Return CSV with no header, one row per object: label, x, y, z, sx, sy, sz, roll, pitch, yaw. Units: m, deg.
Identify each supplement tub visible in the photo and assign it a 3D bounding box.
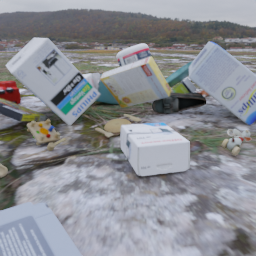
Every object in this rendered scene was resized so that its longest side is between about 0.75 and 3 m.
supplement tub,0.459,-2.413,11.909,1.407,2.005,1.407,-19,10,3

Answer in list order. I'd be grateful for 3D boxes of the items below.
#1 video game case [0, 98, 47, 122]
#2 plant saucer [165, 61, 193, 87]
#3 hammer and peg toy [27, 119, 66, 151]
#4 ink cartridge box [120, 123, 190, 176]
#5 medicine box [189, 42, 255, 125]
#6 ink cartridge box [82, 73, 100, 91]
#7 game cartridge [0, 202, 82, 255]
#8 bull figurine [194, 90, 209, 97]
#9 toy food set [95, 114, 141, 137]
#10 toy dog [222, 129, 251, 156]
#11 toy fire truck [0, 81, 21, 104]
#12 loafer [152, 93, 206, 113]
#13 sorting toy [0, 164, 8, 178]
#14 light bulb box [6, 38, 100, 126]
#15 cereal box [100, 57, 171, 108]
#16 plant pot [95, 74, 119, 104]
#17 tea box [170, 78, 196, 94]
video game case,-3.543,-0.574,8.364,1.726,0.220,1.560,21,4,7
plant saucer,2.079,-2.134,11.522,1.638,0.294,1.638,-36,10,7
hammer and peg toy,-2.062,0.208,7.122,0.941,0.332,0.692,50,31,19
ink cartridge box,0.540,0.404,6.231,1.127,0.661,1.539,-5,16,-13
medicine box,3.372,-1.598,9.407,2.506,1.290,2.282,37,22,-3
ink cartridge box,-1.812,-1.574,11.055,1.607,0.925,0.545,-4,27,24
game cartridge,-1.283,1.648,3.065,1.495,0.454,2.242,-8,20,-32
bull figurine,3.185,-1.462,12.120,0.929,0.303,0.564,-17,25,-32
toy food set,-0.279,-0.005,8.096,1.215,0.244,0.839,-27,33,-32
toy dog,2.592,0.244,6.621,0.564,0.412,0.855,20,50,20
toy fire truck,-5.385,-1.295,11.184,1.934,0.668,2.742,13,24,35
loafer,1.801,-0.885,9.790,1.884,0.677,0.593,-10,20,-6
sorting toy,-3.475,0.828,5.676,1.742,0.233,1.298,15,24,36
light bulb box,-2.448,-1.555,9.004,1.431,2.293,2.273,-47,31,-6
cereal box,0.248,-1.477,9.524,2.039,1.467,0.403,-10,42,36
plant pot,-0.549,-1.483,11.253,1.364,0.964,0.964,12,16,-10
tea box,2.109,-1.465,10.949,0.849,0.577,0.863,-38,4,9
